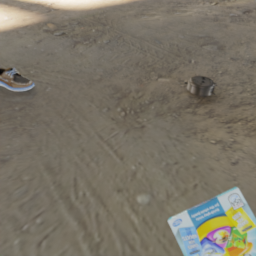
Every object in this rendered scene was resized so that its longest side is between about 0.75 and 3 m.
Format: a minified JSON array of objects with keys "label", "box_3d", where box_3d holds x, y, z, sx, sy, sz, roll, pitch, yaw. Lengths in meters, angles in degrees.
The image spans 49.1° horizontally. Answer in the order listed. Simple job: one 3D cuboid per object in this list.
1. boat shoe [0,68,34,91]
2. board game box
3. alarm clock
[{"label":"boat shoe","box_3d":[-4.560,-1.937,10.839,1.936,0.700,0.699,12,40,15]},{"label":"board game box","box_3d":[1.642,2.058,4.608,1.313,0.408,1.739,-29,74,8]},{"label":"alarm clock","box_3d":[2.619,-1.642,10.640,1.459,0.486,0.984,10,37,15]}]
